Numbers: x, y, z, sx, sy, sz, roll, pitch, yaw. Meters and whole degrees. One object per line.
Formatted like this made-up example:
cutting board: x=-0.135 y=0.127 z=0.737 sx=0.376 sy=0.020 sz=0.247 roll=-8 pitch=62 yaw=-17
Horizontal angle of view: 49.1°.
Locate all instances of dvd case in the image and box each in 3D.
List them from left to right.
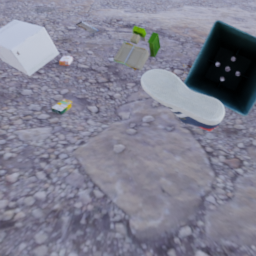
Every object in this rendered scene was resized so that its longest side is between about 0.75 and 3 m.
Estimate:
dvd case: x=-1.840 y=-4.499 z=12.593 sx=0.876 sy=0.077 sz=0.625 roll=19 pitch=-6 yaw=-34

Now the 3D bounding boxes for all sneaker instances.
sneaker: x=1.107 y=-0.538 z=6.118 sx=1.970 sy=0.832 sz=0.738 roll=37 pitch=76 yaw=22

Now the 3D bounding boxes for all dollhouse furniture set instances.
dollhouse furniture set: x=0.259 y=-2.105 z=7.916 sx=0.828 sy=0.634 sz=1.264 roll=24 pitch=75 yaw=18

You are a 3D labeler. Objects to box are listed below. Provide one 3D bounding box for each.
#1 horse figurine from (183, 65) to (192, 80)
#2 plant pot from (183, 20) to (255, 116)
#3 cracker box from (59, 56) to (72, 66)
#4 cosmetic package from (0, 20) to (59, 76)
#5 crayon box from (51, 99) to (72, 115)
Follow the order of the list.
horse figurine: x=2.376 y=-2.040 z=10.035 sx=0.775 sy=0.292 sz=1.170 roll=2 pitch=49 yaw=6
plant pot: x=3.048 y=-1.751 z=8.449 sx=1.883 sy=1.884 sz=2.666 roll=29 pitch=17 yaw=10
cracker box: x=-3.449 y=-3.732 z=15.553 sx=0.526 sy=0.226 sz=0.785 roll=4 pitch=38 yaw=5
cosmetic package: x=-2.832 y=-2.175 z=7.412 sx=1.033 sy=0.815 sz=1.920 roll=-42 pitch=46 yaw=-17
crayon box: x=-2.793 y=-0.900 z=11.935 sx=0.512 sy=0.210 sz=0.814 roll=19 pitch=42 yaw=22
